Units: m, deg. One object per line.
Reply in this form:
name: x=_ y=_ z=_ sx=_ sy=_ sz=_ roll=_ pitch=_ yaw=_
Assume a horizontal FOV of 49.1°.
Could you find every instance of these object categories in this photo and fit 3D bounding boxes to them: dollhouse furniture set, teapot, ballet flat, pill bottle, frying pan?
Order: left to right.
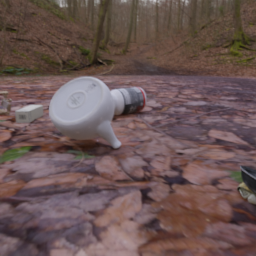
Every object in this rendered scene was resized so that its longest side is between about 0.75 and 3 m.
dollhouse furniture set: x=-6.588 y=-1.229 z=14.740 sx=0.648 sy=1.250 sz=0.553 roll=34 pitch=28 yaw=24
teapot: x=-1.459 y=-0.487 z=9.752 sx=2.350 sy=1.739 sz=2.381 roll=-6 pitch=56 yaw=16
pill bottle: x=-0.288 y=-1.427 z=15.137 sx=2.371 sy=1.373 sz=1.373 roll=-12 pitch=18 yaw=-36
ballet flat: x=2.625 y=1.447 z=5.960 sx=0.314 sy=0.314 sz=0.887 roll=-3 pitch=15 yaw=-11
frying pan: x=3.042 y=1.175 z=6.081 sx=1.676 sy=0.451 sz=2.771 roll=24 pitch=8 yaw=2

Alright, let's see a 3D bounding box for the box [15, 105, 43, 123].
box: x=-4.862 y=-0.714 z=13.876 sx=0.702 sy=0.584 sz=1.708 roll=2 pitch=14 yaw=7
